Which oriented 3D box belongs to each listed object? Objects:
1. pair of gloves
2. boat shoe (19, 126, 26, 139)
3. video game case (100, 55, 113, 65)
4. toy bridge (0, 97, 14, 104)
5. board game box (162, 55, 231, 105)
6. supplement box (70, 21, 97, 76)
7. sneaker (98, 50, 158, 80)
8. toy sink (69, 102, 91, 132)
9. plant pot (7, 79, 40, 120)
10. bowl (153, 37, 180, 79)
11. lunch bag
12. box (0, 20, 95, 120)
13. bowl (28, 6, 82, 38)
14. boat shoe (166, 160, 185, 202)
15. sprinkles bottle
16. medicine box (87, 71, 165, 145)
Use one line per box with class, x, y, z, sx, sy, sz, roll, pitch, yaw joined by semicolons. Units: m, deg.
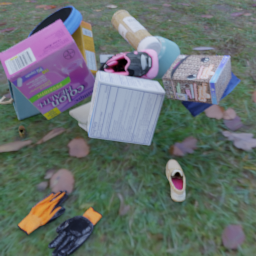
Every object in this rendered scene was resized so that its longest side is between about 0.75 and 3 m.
pair of gloves;-2.019;2.790;8.392;2.027;0.251;1.806;26;45;24
boat shoe;-4.357;0.111;11.519;0.272;0.257;0.757;-17;43;-18
video game case;-0.529;-3.120;13.028;1.479;0.371;1.632;-3;7;-2
toy bridge;-5.922;-1.302;13.213;1.111;0.151;0.373;14;55;24
board game box;1.747;-1.256;7.090;1.374;0.665;1.095;11;51;33
supplement box;-1.958;-3.355;12.109;0.764;2.296;0.790;-10;-6;33
sneaker;-0.367;-1.978;9.222;1.366;1.132;2.864;-12;6;-36
toy sink;-1.486;-0.369;11.601;1.043;0.897;1.600;32;45;32
plant pot;-4.223;-1.820;12.594;1.992;1.956;1.951;-14;42;-23
bowl;1.165;-3.104;11.854;1.835;0.960;1.835;-13;65;30
lunch bag;2.554;-1.433;9.656;1.341;2.027;1.377;50;54;1
box;-2.433;-1.765;9.146;2.169;2.466;1.192;-30;61;-3
bowl;-3.030;-4.018;11.352;2.489;0.488;2.489;-20;43;20
boat shoe;1.647;1.648;9.460;0.618;0.580;1.677;-2;40;-3
sprinkles bottle;0.270;-3.593;10.784;0.847;0.847;2.482;-20;54;-22
medicine box;-0.113;-0.573;8.405;1.947;1.773;1.002;9;26;-13
